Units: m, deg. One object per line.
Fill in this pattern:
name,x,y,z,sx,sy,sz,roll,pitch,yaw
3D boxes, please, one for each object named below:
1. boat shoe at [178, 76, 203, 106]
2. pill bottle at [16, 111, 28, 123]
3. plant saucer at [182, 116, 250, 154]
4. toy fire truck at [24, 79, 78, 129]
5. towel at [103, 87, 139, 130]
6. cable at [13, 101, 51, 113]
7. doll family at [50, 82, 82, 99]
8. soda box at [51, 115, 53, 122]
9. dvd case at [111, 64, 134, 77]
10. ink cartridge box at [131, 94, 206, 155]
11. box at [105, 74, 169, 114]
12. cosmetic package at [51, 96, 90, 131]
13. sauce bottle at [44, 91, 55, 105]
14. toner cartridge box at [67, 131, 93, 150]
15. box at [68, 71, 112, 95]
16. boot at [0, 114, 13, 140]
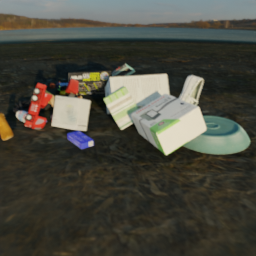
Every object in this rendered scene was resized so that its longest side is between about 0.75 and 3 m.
boat shoe,2.553,-1.153,11.710,0.768,2.089,0.697,6,10,-43
pill bottle,-4.505,-0.479,12.186,0.858,0.467,0.467,18,29,38
plant saucer,3.215,0.121,10.878,2.879,0.517,2.879,-1,24,0
toy fire truck,-3.231,-1.040,11.911,1.766,2.505,0.611,17,-12,-22
towel,-0.194,-0.795,11.405,1.103,1.478,0.227,-31,8,-7
cable,-4.782,-1.092,13.728,1.679,0.523,2.057,3,24,8
doll family,-3.506,-2.021,15.521,1.380,0.937,2.388,-12,22,-19
soda box,-3.008,-0.475,12.499,0.833,0.292,0.264,-12,-6,-25
dvd case,-0.677,-2.934,16.150,1.948,0.214,1.422,-29,-11,16
ink cartridge box,1.363,-0.229,10.162,1.718,0.992,2.361,-31,26,-9
box,0.340,-1.491,12.705,2.546,1.354,1.939,-6,-4,-13
cosmetic package,-2.311,-0.591,11.324,1.254,1.258,0.773,9,0,26
sauce bottle,-3.661,-1.356,13.470,0.471,0.471,1.426,26,-4,46
toner cartridge box,-1.803,0.441,10.516,0.522,0.237,1.099,-15,28,-35
box,-1.723,-2.184,13.933,1.977,0.546,2.468,-2,-6,2
boot,-4.804,-0.076,10.718,0.444,0.903,1.261,-25,23,-20
